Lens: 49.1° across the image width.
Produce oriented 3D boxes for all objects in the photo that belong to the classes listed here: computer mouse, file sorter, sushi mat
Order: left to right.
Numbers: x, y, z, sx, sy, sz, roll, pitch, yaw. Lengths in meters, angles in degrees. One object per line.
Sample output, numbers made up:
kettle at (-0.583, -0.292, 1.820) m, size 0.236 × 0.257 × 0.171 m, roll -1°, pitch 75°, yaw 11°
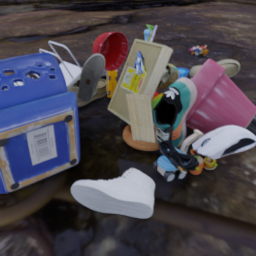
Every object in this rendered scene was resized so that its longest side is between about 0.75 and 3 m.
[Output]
file sorter at (-3.293, -2.213, 11.458) m, size 1.621 × 1.455 × 2.336 m, roll 27°, pitch 69°, yaw 39°
sushi mat at (0.346, -0.253, 7.703) m, size 0.715 × 1.494 × 0.090 m, roll 5°, pitch 31°, yaw 25°
computer mouse at (2.179, 0.384, 7.328) m, size 2.539 × 0.557 × 1.392 m, roll -17°, pitch 22°, yaw -13°

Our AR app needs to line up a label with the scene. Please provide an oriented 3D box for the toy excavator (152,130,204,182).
toy excavator at (1.476, 0.733, 7.879) m, size 1.297 × 1.333 × 0.666 m, roll -5°, pitch 32°, yaw -33°

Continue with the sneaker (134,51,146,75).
sneaker at (0.302, -1.858, 7.994) m, size 0.309 × 0.278 × 0.751 m, roll -14°, pitch 66°, yaw 23°

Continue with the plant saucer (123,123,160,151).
plant saucer at (0.682, 0.155, 9.721) m, size 1.737 × 0.325 × 1.737 m, roll 1°, pitch 34°, yaw 0°

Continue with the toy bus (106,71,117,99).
toy bus at (-0.717, -1.866, 12.078) m, size 0.390 × 1.197 × 0.469 m, roll 2°, pitch -3°, yaw -21°

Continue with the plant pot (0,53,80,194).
plant pot at (-2.903, -0.096, 7.847) m, size 2.895 × 2.895 × 2.603 m, roll -20°, pitch 45°, yaw -28°

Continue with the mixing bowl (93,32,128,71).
mixing bowl at (-0.695, -2.603, 9.295) m, size 0.705 × 1.301 × 1.301 m, roll 30°, pitch 43°, yaw 33°

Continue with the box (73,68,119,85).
box at (-1.838, -2.564, 13.411) m, size 2.528 × 0.439 × 1.391 m, roll -21°, pitch 19°, yaw -30°

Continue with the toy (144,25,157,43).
toy at (0.443, -3.127, 12.085) m, size 0.637 × 2.697 × 1.553 m, roll 21°, pitch 14°, yaw -10°

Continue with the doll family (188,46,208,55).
doll family at (4.340, -4.632, 17.007) m, size 0.838 × 0.609 × 1.351 m, roll -19°, pitch 19°, yaw -15°

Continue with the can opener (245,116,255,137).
can opener at (4.687, 0.233, 9.530) m, size 0.818 × 0.652 × 2.445 m, roll 21°, pitch 21°, yaw -31°

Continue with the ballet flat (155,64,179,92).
ballet flat at (0.586, -1.561, 10.364) m, size 2.677 × 0.946 × 0.946 m, roll -27°, pitch 29°, yaw 17°

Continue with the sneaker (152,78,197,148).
sneaker at (1.085, -0.158, 7.982) m, size 1.066 × 2.668 × 0.952 m, roll -31°, pitch 56°, yaw -30°

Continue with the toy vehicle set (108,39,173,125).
toy vehicle set at (0.311, -1.569, 9.585) m, size 0.364 × 2.745 × 1.706 m, roll 14°, pitch 15°, yaw -38°

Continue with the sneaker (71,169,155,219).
sneaker at (-0.329, 1.554, 7.263) m, size 2.075 × 0.765 × 1.199 m, roll 14°, pitch 33°, yaw 4°

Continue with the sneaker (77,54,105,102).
sneaker at (-1.182, -1.735, 8.908) m, size 0.638 × 1.707 × 0.907 m, roll 20°, pitch 37°, yaw -14°

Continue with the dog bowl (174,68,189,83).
dog bowl at (2.425, -2.613, 13.965) m, size 1.401 × 0.347 × 0.781 m, roll -26°, pitch 41°, yaw -35°

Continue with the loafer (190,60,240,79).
loafer at (4.280, -2.649, 13.577) m, size 2.478 × 0.937 × 0.846 m, roll -12°, pitch 35°, yaw -1°

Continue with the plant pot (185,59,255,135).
plant pot at (2.791, -0.658, 9.147) m, size 2.144 × 2.396 × 2.396 m, roll 38°, pitch 43°, yaw 8°

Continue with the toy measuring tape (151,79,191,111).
toy measuring tape at (1.459, -1.068, 9.961) m, size 2.823 × 1.039 × 1.039 m, roll -33°, pitch 24°, yaw 24°

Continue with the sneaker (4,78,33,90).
sneaker at (-4.872, -1.945, 12.708) m, size 1.880 × 0.692 × 1.086 m, roll 31°, pitch 41°, yaw 24°

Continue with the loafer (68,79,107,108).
loafer at (-1.635, -1.667, 11.900) m, size 1.005 × 0.892 × 2.645 m, roll 13°, pitch 30°, yaw 19°

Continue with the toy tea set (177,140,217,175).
toy tea set at (1.894, 0.769, 8.486) m, size 0.934 × 0.581 × 1.570 m, roll -22°, pitch 36°, yaw -29°
